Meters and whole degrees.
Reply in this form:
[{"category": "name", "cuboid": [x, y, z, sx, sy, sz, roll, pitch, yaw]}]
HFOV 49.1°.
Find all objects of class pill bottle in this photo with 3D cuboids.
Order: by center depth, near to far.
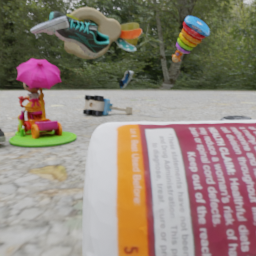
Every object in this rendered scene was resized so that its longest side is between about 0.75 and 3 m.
[{"category": "pill bottle", "cuboid": [1.103, 0.708, 2.053, 2.697, 1.540, 1.540, -1, 10, -1]}]

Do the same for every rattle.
[{"category": "rattle", "cuboid": [-1.169, -3.613, 11.172, 2.916, 1.898, 2.083, -9, -1, -17]}]

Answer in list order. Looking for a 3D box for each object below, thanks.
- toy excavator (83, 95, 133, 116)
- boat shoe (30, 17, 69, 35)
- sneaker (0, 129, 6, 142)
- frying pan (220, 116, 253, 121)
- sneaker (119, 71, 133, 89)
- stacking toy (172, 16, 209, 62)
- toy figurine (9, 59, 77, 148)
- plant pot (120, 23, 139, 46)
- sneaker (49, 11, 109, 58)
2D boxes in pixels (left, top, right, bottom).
[{"category": "toy excavator", "cuboid": [-1.013, -1.062, 14.256, 1.946, 0.999, 2.001, 8, 4, 35]}, {"category": "boat shoe", "cuboid": [-2.086, -2.661, 7.501, 1.014, 0.331, 0.373, -19, 32, 0]}, {"category": "sneaker", "cuboid": [-4.551, -0.243, 7.799, 2.668, 1.417, 0.998, 5, 11, 26]}, {"category": "frying pan", "cuboid": [4.631, -0.322, 11.511, 1.453, 0.391, 2.401, 9, 16, 38]}, {"category": "sneaker", "cuboid": [-0.046, -2.304, 13.462, 0.457, 1.054, 0.395, -21, 66, -47]}, {"category": "stacking toy", "cuboid": [1.777, -2.613, 8.647, 0.829, 1.428, 0.784, 32, 38, -3]}, {"category": "toy figurine", "cuboid": [-2.721, -0.846, 8.483, 1.949, 2.390, 2.597, -7, 12, -34]}, {"category": "plant pot", "cuboid": [-0.015, -4.249, 13.091, 1.238, 0.879, 1.238, -13, 2, 0]}, {"category": "sneaker", "cuboid": [-1.431, -3.038, 8.757, 0.981, 0.834, 2.151, -14, -21, 35]}]
